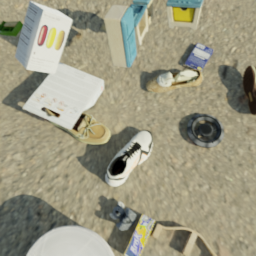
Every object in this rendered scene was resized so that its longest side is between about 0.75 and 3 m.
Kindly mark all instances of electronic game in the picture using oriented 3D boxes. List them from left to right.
[{"bbox_3d":[2.778,0.095,10.084,1.338,0.278,1.338,0,65,-1],"label":"electronic game"}]

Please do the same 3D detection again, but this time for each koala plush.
[{"bbox_3d":[-0.195,2.785,8.892,0.779,0.716,0.690,28,82,33],"label":"koala plush"}]

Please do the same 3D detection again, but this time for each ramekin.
[{"bbox_3d":[-1.505,4.124,7.811,2.672,1.244,2.672,-2,71,5],"label":"ramekin"}]

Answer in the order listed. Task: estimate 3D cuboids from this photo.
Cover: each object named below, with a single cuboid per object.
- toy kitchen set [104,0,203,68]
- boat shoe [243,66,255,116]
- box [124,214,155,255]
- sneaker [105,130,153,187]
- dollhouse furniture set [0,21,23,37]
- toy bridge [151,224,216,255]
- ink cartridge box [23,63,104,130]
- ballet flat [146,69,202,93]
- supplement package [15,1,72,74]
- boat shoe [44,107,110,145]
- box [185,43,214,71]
[{"bbox_3d":[0.913,-3.260,8.458,2.241,1.648,2.798,11,56,16],"label":"toy kitchen set"},{"bbox_3d":[4.879,-1.384,10.527,0.741,0.740,2.002,2,74,-13],"label":"boat shoe"},{"bbox_3d":[0.353,3.403,8.671,0.469,0.430,1.338,24,71,10],"label":"box"},{"bbox_3d":[0.106,0.953,9.413,0.850,0.922,2.306,33,70,14],"label":"sneaker"},{"bbox_3d":[-4.086,-3.550,8.169,0.779,2.018,1.009,11,65,27],"label":"dollhouse furniture set"},{"bbox_3d":[1.918,3.578,8.661,2.316,0.315,0.779,26,70,10],"label":"toy bridge"},{"bbox_3d":[-2.267,-1.111,10.236,1.979,0.612,2.440,23,62,9],"label":"ink cartridge box"},{"bbox_3d":[1.762,-1.867,10.642,2.217,0.724,0.782,-12,67,-5],"label":"ballet flat"},{"bbox_3d":[-2.413,-2.511,7.909,0.904,0.939,1.650,42,117,36],"label":"supplement package"},{"bbox_3d":[-1.838,-0.158,9.910,2.529,0.793,0.927,21,69,8],"label":"boat shoe"},{"bbox_3d":[2.855,-2.817,11.307,0.748,0.200,1.234,29,69,11],"label":"box"}]
